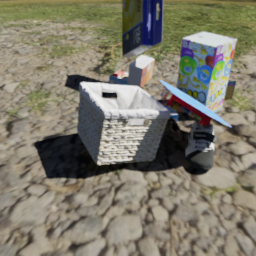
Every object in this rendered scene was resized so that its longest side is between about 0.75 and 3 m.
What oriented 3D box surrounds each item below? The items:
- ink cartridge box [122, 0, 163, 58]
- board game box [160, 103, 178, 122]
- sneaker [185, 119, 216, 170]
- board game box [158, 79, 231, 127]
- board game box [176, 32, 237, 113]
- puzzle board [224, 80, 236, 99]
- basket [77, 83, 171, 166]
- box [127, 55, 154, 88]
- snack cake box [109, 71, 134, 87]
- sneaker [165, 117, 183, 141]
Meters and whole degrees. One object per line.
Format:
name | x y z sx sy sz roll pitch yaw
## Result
ink cartridge box | 0.527 -4.711 12.148 0.652 2.742 2.775 2 -2 -24
board game box | 1.323 -0.622 11.124 1.093 0.305 1.070 -2 30 -3
sneaker | 2.305 0.326 8.912 0.883 1.055 2.384 7 33 5
board game box | 1.900 -0.589 8.765 2.189 0.539 2.770 27 16 -17
board game box | 2.951 -2.042 10.965 1.505 2.870 1.478 -28 43 -36
puzzle board | 4.061 -1.763 12.416 1.253 0.944 0.109 7 40 11
basket | -0.305 -0.203 8.669 2.200 1.786 2.220 -1 29 -29
box | 0.578 -2.577 12.772 0.691 0.989 1.299 22 40 18
snack cake box | -0.114 -2.316 13.741 1.482 0.498 0.852 21 38 30
sneaker | 1.523 -0.117 9.542 0.432 0.463 1.226 -22 45 -9
